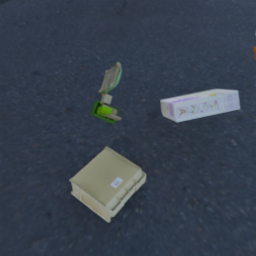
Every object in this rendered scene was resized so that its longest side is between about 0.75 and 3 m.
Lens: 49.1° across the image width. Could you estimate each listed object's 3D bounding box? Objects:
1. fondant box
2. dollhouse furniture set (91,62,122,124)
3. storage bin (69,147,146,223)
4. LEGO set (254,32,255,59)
[{"bbox_3d":[2.440,-0.821,9.790,2.246,0.654,1.620,-13,11,-7],"label":"fondant box"},{"bbox_3d":[-0.383,-0.992,8.276,0.775,1.011,1.543,22,77,-24],"label":"dollhouse furniture set"},{"bbox_3d":[-0.637,1.813,9.214,1.812,0.855,1.825,30,52,25],"label":"storage bin"},{"bbox_3d":[4.881,-2.526,9.761,0.727,0.676,1.772,-1,67,9],"label":"LEGO set"}]
